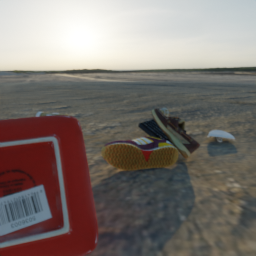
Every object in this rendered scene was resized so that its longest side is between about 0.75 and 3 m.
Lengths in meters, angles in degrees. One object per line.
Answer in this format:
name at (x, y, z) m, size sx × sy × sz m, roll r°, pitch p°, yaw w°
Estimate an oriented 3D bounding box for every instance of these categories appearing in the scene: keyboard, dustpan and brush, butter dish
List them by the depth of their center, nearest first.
butter dish at (-1.511, 0.914, 3.901) m, size 1.874 × 1.869 × 1.385 m, roll -7°, pitch -14°, yaw -17°
keyboard at (1.269, 0.112, 9.286) m, size 1.201 × 0.257 × 2.001 m, roll -10°, pitch 26°, yaw -22°
dustpan and brush at (3.069, 0.263, 9.525) m, size 0.839 × 0.344 × 1.202 m, roll 7°, pitch 20°, yaw 6°

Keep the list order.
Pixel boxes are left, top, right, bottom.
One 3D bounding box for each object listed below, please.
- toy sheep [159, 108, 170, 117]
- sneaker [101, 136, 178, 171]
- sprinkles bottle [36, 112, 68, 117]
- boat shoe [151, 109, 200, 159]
toy sheep at (1.742, -0.727, 13.542) m, size 0.522 × 0.522 × 0.757 m, roll 7°, pitch -1°, yaw 28°
sneaker at (0.235, 0.585, 6.988) m, size 1.917 × 0.719 × 0.864 m, roll 5°, pitch 16°, yaw -16°
sprinkles bottle at (-3.241, -0.400, 12.002) m, size 1.420 × 0.485 × 0.485 m, roll 5°, pitch 13°, yaw 20°
boat shoe at (1.307, 0.013, 7.764) m, size 0.649 × 0.647 × 1.798 m, roll 45°, pitch 8°, yaw -50°
